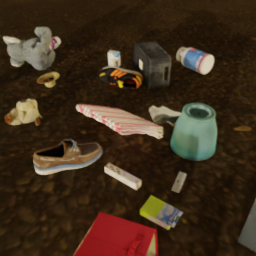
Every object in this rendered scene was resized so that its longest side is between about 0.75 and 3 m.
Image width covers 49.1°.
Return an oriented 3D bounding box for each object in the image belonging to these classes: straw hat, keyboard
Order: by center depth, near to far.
[{"bbox_3d":[1.698,1.797,9.325,0.253,0.048,0.899,12,39,23],"label":"keyboard"},{"bbox_3d":[-4.005,-2.343,14.273,1.151,0.487,1.151,-7,38,6],"label":"straw hat"}]

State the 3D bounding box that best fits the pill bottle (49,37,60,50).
[{"bbox_3d":[-4.922,-5.412,18.045,0.676,0.676,1.214,16,41,19],"label":"pill bottle"}]

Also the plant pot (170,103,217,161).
[{"bbox_3d":[2.474,0.028,10.312,1.714,1.610,1.714,0,38,0],"label":"plant pot"}]

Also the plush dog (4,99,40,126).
[{"bbox_3d":[-4.450,-0.504,11.691,1.254,1.172,1.461,-17,11,0],"label":"plush dog"}]

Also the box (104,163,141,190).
[{"bbox_3d":[-0.194,1.612,9.366,1.362,0.282,0.263,24,44,29],"label":"box"}]

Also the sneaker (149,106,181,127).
[{"bbox_3d":[1.627,-0.529,11.280,1.866,0.656,0.748,10,36,-37],"label":"sneaker"}]

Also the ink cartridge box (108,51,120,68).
[{"bbox_3d":[-0.804,-3.934,16.028,0.611,0.846,0.358,12,44,16],"label":"ink cartridge box"}]

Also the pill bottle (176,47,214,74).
[{"bbox_3d":[3.680,-3.837,15.684,1.099,1.099,1.958,-28,46,-31],"label":"pill bottle"}]

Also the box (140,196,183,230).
[{"bbox_3d":[0.970,2.501,8.231,1.081,0.258,0.659,22,43,26],"label":"box"}]

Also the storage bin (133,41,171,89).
[{"bbox_3d":[1.171,-3.295,14.534,1.146,1.652,2.444,-11,39,-14],"label":"storage bin"}]

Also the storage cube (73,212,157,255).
[{"bbox_3d":[-0.240,3.070,6.439,1.481,1.648,1.408,10,39,22],"label":"storage cube"}]

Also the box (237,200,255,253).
[{"bbox_3d":[3.623,2.216,7.307,0.724,1.837,1.296,28,46,31],"label":"box"}]

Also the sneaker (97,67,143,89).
[{"bbox_3d":[-0.497,-2.464,14.135,2.377,0.831,1.070,9,36,8],"label":"sneaker"}]

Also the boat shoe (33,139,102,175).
[{"bbox_3d":[-2.059,0.910,9.766,2.426,0.878,0.876,-17,41,-21],"label":"boat shoe"}]

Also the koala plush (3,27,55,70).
[{"bbox_3d":[-5.596,-4.277,15.553,2.412,2.139,2.216,5,49,1],"label":"koala plush"}]

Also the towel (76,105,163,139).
[{"bbox_3d":[-0.379,-0.282,10.613,2.192,0.448,2.995,5,14,-42],"label":"towel"}]
